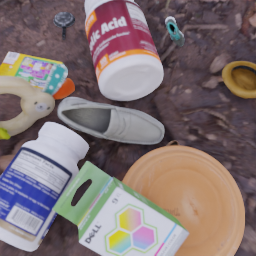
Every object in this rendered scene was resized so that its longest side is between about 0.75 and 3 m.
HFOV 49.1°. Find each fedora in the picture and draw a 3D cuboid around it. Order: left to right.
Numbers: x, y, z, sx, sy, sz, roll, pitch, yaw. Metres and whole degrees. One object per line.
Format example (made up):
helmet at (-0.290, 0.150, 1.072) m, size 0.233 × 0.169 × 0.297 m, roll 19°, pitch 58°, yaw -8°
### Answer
fedora at (3.027, -1.187, 7.368) m, size 1.250 × 0.510 × 1.250 m, roll -1°, pitch 59°, yaw 2°

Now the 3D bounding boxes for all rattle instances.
rattle at (-2.166, -0.279, 6.197) m, size 2.619 × 1.705 × 1.871 m, roll -15°, pitch 33°, yaw -23°

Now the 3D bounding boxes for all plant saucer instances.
plant saucer at (1.105, 1.639, 5.789) m, size 2.680 × 0.433 × 2.680 m, roll 1°, pitch 68°, yaw -3°

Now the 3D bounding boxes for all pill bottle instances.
pill bottle at (-1.859, 1.120, 5.779) m, size 1.362 × 1.362 × 2.353 m, roll 24°, pitch 66°, yaw 11°
pill bottle at (-0.222, -2.271, 7.267) m, size 1.611 × 1.611 × 2.822 m, roll -13°, pitch 65°, yaw -6°

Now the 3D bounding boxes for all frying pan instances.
frying pan at (-2.039, -3.180, 8.540) m, size 0.650 × 0.175 × 1.075 m, roll 16°, pitch 62°, yaw 8°

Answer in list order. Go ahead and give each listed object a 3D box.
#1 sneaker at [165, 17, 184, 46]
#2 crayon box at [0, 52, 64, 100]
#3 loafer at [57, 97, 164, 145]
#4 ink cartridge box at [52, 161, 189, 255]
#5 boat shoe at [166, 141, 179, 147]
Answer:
sneaker at (1.141, -2.334, 6.910) m, size 0.301 × 0.777 × 0.354 m, roll -26°, pitch 26°, yaw 26°
crayon box at (-2.590, -1.400, 7.489) m, size 1.600 × 0.466 × 0.950 m, roll 13°, pitch 65°, yaw 6°
loafer at (-0.356, -0.079, 6.379) m, size 2.512 × 0.876 × 0.878 m, roll 12°, pitch 104°, yaw -7°
ink cartridge box at (-0.137, 1.592, 4.759) m, size 2.065 × 0.612 × 1.072 m, roll 36°, pitch 89°, yaw -11°
boat shoe at (0.869, 0.740, 6.494) m, size 0.419 × 0.398 × 1.108 m, roll 24°, pitch 66°, yaw 11°
